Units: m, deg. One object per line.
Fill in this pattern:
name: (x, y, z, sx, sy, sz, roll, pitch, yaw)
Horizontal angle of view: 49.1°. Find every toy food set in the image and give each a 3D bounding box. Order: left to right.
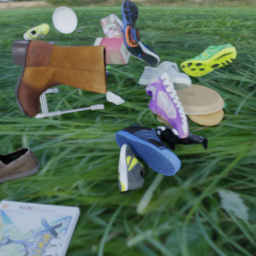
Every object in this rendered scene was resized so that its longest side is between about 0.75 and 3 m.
toy food set: (2.672, -1.131, 12.038, 2.952, 0.718, 2.922, 11, 31, 18)

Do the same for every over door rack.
over door rack: (-1.859, -1.160, 8.451, 2.059, 1.521, 0.686, -10, 10, -22)

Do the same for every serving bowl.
serving bowl: (-2.642, -4.582, 11.898, 1.044, 1.044, 0.343, 4, 28, 8)

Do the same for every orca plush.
orca plush: (1.719, 0.501, 9.536, 1.906, 0.678, 1.003, 17, -11, 21)

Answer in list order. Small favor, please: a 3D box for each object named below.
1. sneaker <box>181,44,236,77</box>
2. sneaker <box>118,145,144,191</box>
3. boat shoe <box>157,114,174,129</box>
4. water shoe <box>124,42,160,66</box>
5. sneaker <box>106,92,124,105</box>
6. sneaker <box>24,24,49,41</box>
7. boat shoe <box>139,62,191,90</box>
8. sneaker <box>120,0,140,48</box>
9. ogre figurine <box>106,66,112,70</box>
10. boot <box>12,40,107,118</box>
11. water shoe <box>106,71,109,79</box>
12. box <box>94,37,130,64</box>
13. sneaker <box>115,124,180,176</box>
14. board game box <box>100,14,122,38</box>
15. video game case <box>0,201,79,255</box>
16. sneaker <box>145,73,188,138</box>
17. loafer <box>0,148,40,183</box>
sneaker: (3.132, -2.657, 10.980, 2.115, 0.783, 0.884, -13, 37, 29)
sneaker: (0.096, 1.175, 8.197, 0.737, 0.649, 1.743, 5, 38, -3)
boat shoe: (1.619, -0.329, 10.885, 1.244, 0.459, 0.471, 26, 39, 38)
water shoe: (0.463, -2.717, 9.835, 1.461, 0.522, 0.577, 36, 33, -12)
sneaker: (-0.590, -1.343, 12.860, 0.452, 0.385, 1.022, -9, 35, -40)
sneaker: (-2.776, -2.961, 8.675, 0.355, 0.351, 0.930, -13, 29, 49)
boat shoe: (1.290, -1.958, 10.234, 0.963, 0.983, 2.759, 11, 3, -29)
sneaker: (-0.023, -2.991, 8.095, 0.533, 1.416, 0.555, 1, -5, -29)
ogre figurine: (-1.471, -3.587, 16.704, 0.893, 0.438, 0.536, 24, 17, 11)
boot: (-1.231, -0.841, 5.327, 1.690, 1.591, 0.579, 6, 23, 1)
water shoe: (-1.211, -2.908, 15.694, 0.340, 0.308, 0.862, 31, 31, -2)
box: (-0.645, -3.046, 11.104, 1.282, 0.820, 0.698, 6, 62, 25)
sneaker: (0.749, 0.530, 8.891, 1.042, 0.938, 2.674, -30, 39, -30)
board game box: (-0.516, -4.043, 12.384, 0.711, 1.468, 1.171, -20, -7, 16)
video game case: (-2.334, 2.516, 6.092, 2.021, 0.244, 2.217, 3, 30, 6)
sneaker: (0.941, -0.483, 6.964, 0.762, 0.693, 1.723, -22, 71, 5)
loafer: (-3.832, 1.093, 7.956, 2.470, 0.877, 0.902, -18, 34, -28)
